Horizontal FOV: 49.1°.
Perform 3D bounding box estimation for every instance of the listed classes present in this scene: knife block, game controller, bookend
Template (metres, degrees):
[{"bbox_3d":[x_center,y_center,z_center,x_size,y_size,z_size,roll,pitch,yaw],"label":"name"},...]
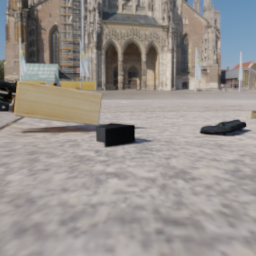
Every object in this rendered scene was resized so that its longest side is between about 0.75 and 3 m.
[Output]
[{"bbox_3d":[-2.504,-0.709,7.475,2.888,0.924,2.535,9,3,29],"label":"knife block"},{"bbox_3d":[2.626,0.006,7.690,0.874,0.353,1.676,-13,-3,38],"label":"game controller"},{"bbox_3d":[-0.422,0.134,6.040,0.830,0.382,0.825,-8,9,-43],"label":"bookend"}]

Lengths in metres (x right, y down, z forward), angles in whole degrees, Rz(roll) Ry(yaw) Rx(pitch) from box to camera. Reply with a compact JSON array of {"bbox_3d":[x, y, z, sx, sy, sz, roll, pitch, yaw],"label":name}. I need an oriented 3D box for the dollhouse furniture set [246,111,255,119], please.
[{"bbox_3d":[6.049,-0.977,11.426,1.789,1.270,1.417,-1,7,-10],"label":"dollhouse furniture set"}]
